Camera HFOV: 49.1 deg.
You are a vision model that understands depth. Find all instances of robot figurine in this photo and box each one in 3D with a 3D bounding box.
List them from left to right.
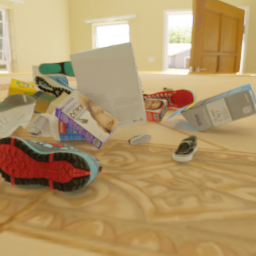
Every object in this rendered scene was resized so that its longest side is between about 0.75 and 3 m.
[{"bbox_3d":[-2.518,-0.075,7.908,0.446,0.670,0.790,11,44,6],"label":"robot figurine"}]

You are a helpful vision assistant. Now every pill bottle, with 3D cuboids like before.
[{"bbox_3d":[-1.842,-0.095,8.728,1.712,0.961,0.961,-2,14,-4],"label":"pill bottle"}]

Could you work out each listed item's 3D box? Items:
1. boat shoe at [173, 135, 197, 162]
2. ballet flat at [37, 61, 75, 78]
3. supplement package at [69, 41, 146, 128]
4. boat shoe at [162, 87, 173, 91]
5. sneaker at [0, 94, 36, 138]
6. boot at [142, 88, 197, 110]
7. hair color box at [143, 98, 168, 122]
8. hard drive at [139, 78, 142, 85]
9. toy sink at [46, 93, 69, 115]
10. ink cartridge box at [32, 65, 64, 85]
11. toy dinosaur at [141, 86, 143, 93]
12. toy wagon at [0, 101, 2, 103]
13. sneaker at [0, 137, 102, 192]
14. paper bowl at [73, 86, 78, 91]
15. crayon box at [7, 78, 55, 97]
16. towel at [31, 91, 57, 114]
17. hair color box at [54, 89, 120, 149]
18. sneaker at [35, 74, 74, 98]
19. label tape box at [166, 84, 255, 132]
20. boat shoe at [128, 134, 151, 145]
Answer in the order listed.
[{"bbox_3d":[1.502,0.502,7.361,0.483,0.475,1.340,7,16,24],"label":"boat shoe"},{"bbox_3d":[-2.753,-2.430,11.712,2.034,0.706,0.706,-4,15,-21],"label":"ballet flat"},{"bbox_3d":[-0.589,-1.525,9.947,2.029,2.673,2.014,-10,18,5],"label":"supplement package"},{"bbox_3d":[2.573,-2.254,17.799,0.679,0.637,1.841,-4,15,-17],"label":"boat shoe"},{"bbox_3d":[-4.027,-0.152,8.371,1.021,1.164,2.904,31,31,25],"label":"sneaker"},{"bbox_3d":[1.715,-1.306,13.472,2.074,1.041,2.875,-10,9,-33],"label":"boot"},{"bbox_3d":[0.683,-0.784,11.652,1.757,0.538,0.892,9,44,30],"label":"hair color box"},{"bbox_3d":[-0.633,-1.611,13.223,1.929,0.371,2.924,-24,4,-13],"label":"hard drive"},{"bbox_3d":[-2.271,-0.629,9.895,0.775,0.902,1.384,35,32,-1],"label":"toy sink"},{"bbox_3d":[-4.390,-2.457,15.679,1.519,2.070,1.512,-9,17,-31],"label":"ink cartridge box"},{"bbox_3d":[0.548,-1.931,14.465,0.312,1.316,0.580,-15,63,-19],"label":"toy dinosaur"},{"bbox_3d":[-5.743,-1.185,14.002,1.775,0.453,2.288,3,15,13],"label":"toy wagon"},{"bbox_3d":[-1.688,0.771,5.946,2.425,0.962,1.159,12,4,19],"label":"sneaker"},{"bbox_3d":[-2.006,-1.837,15.143,1.912,0.994,1.912,-9,16,2],"label":"paper bowl"},{"bbox_3d":[-4.286,-1.482,12.971,2.356,0.796,2.730,14,11,-24],"label":"crayon box"},{"bbox_3d":[-2.994,-0.791,10.825,1.846,0.200,1.354,23,36,5],"label":"towel"},{"bbox_3d":[-1.161,-0.255,7.956,1.625,0.526,0.888,37,55,1],"label":"hair color box"},{"bbox_3d":[-2.743,-1.790,12.000,2.364,0.927,1.063,32,49,3],"label":"sneaker"},{"bbox_3d":[3.127,-0.627,10.356,2.919,0.965,2.091,-22,3,28],"label":"label tape box"},{"bbox_3d":[0.343,0.317,8.485,0.774,0.279,0.274,-10,17,-32],"label":"boat shoe"}]
